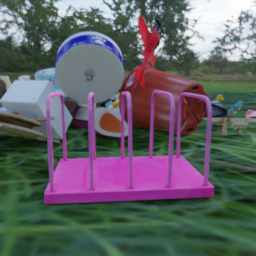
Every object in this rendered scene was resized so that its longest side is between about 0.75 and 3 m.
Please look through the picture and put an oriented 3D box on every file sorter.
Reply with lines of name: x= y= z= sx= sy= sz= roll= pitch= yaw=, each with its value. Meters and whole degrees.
file sorter: x=-0.032 y=0.145 z=4.321 sx=2.250 sy=1.411 sz=1.563 roll=-1 pitch=10 yaw=-6

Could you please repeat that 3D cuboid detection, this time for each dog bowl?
dog bowl: x=-1.065 y=-1.631 z=7.831 sx=1.894 sy=1.894 sz=0.746 roll=-1 pitch=41 yaw=-6

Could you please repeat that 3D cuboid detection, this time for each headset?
headset: x=-1.241 y=-1.630 z=15.629 sx=2.002 sy=0.941 sz=1.236 roll=-8 pitch=8 yaw=19

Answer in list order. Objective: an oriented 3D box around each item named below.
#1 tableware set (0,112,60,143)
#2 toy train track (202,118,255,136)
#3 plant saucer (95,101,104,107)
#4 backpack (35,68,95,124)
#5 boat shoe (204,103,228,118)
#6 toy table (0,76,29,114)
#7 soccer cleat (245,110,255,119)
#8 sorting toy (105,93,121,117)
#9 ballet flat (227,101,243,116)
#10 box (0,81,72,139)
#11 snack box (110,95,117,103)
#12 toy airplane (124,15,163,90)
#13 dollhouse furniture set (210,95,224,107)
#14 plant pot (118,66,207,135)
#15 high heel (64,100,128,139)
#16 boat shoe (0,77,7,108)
tableware set: x=-3.292 y=-0.234 z=6.842 sx=2.926 sy=0.586 sz=1.934 roll=6 pitch=-11 yaw=29
toy train track: x=3.011 y=-0.064 z=8.375 sx=1.676 sy=0.475 sz=2.922 roll=1 pitch=3 yaw=9
plant saucer: x=-1.393 y=-1.723 z=13.109 sx=2.581 sy=0.472 sz=2.581 roll=-29 pitch=32 yaw=20
backpack: x=-2.252 y=-1.067 z=9.665 sx=2.274 sy=1.929 sz=2.562 roll=-1 pitch=24 yaw=-1
boat shoe: x=2.705 y=-0.605 z=9.466 sx=1.363 sy=0.509 sz=0.452 roll=16 pitch=3 yaw=1
toy table: x=-4.377 y=-1.367 z=11.964 sx=2.839 sy=1.663 sz=2.610 roll=-6 pitch=12 yaw=-34
soccer cleat: x=4.931 y=-0.431 z=10.410 sx=1.106 sy=0.423 sz=0.369 roll=2 pitch=-27 yaw=-1
sorting toy: x=-0.350 y=-0.485 z=9.734 sx=1.920 sy=1.026 sz=1.729 roll=8 pitch=26 yaw=38
ballet flat: x=4.494 y=-0.794 z=11.726 sx=0.819 sy=0.291 sz=0.283 roll=-41 pitch=23 yaw=3
box: x=-2.310 y=-0.451 z=7.248 sx=1.099 sy=1.443 sz=0.767 roll=4 pitch=53 yaw=21
snack box: x=-0.148 y=-1.123 z=12.642 sx=1.182 sy=0.313 sz=0.841 roll=5 pitch=-29 yaw=18
toy airplane: x=0.488 y=-1.960 z=7.570 sx=0.392 sy=2.130 sz=2.130 roll=20 pitch=17 yaw=21
dollhouse furniture set: x=2.498 y=-1.388 z=12.020 sx=2.422 sy=1.581 sz=2.287 roll=-8 pitch=13 yaw=-21
plant pot: x=1.114 y=-0.740 z=8.341 sx=2.025 sy=2.025 sz=1.970 roll=-10 pitch=22 yaw=-43
high heel: x=-0.847 y=-0.149 z=7.954 sx=2.225 sy=0.750 sz=1.070 roll=27 pitch=-15 yaw=20
boat shoe: x=-4.361 y=-1.150 z=8.772 sx=1.110 sy=1.112 sz=3.007 roll=29 pitch=1 yaw=-25
